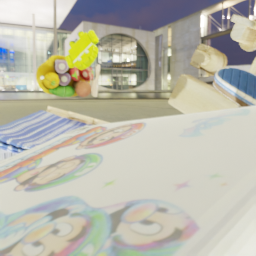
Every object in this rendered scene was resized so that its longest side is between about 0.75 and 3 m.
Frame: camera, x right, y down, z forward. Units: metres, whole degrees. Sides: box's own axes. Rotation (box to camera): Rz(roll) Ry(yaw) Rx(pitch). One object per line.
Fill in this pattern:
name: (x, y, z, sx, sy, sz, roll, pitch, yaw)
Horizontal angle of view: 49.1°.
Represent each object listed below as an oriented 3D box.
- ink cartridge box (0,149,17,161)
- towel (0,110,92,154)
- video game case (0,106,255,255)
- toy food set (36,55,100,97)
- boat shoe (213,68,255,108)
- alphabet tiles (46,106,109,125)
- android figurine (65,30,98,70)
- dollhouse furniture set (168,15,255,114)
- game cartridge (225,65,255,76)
ink cartridge box: (-2.552, 0.386, 6.001, 2.772, 0.563, 2.767, 8, 11, 44)
towel: (-0.868, 0.210, 5.151, 2.836, 0.338, 2.053, 15, 17, 10)
video game case: (-0.749, 0.544, 1.511, 2.970, 0.352, 2.703, -25, 12, -36)
toy food set: (-1.460, -1.275, 7.511, 1.864, 1.097, 0.609, 1, 25, -34)
boat shoe: (2.815, -0.423, 6.103, 2.393, 0.866, 0.864, 30, 52, 2)
alphabet tiles: (-0.618, -0.050, 7.241, 2.826, 0.206, 2.764, 16, -1, -7)
android figurine: (-0.982, -1.646, 6.002, 0.896, 0.984, 0.202, -39, -36, 19)
dollhouse furniture set: (3.442, -1.433, 8.236, 2.831, 2.977, 2.426, 38, 29, 32)
game cartridge: (4.331, -1.150, 10.342, 1.500, 2.314, 0.444, -5, -4, -19)
